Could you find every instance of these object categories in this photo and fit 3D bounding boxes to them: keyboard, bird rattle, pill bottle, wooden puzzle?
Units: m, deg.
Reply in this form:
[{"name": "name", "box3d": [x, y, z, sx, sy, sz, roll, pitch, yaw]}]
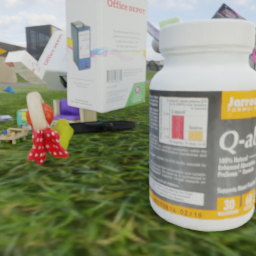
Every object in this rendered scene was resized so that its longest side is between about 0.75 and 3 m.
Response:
[{"name": "keyboard", "box3d": [-1.168, -0.014, 10.151, 2.861, 0.367, 1.718, -5, 5, -21]}, {"name": "bird rattle", "box3d": [-2.174, -0.011, 6.912, 1.205, 1.744, 2.139, -18, 3, -2]}, {"name": "pill bottle", "box3d": [1.084, -0.065, 4.092, 1.562, 2.684, 1.562, -1, 11, 0]}, {"name": "wooden puzzle", "box3d": [-4.006, -1.830, 8.810, 0.173, 1.482, 1.000, -15, -13, 37]}]

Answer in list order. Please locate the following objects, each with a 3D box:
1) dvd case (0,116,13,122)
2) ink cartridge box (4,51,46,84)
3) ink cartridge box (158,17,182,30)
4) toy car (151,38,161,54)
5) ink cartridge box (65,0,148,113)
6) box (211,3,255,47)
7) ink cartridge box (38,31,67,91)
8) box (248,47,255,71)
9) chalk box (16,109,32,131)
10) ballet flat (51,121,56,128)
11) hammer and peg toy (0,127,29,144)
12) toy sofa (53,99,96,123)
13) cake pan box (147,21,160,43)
[{"name": "dvd case", "box3d": [-5.876, -0.421, 12.874, 0.931, 0.100, 1.252, -7, 12, -32]}, {"name": "ink cartridge box", "box3d": [-2.760, -1.642, 7.761, 0.627, 0.364, 1.077, 4, -23, 26]}, {"name": "ink cartridge box", "box3d": [1.736, -2.268, 8.912, 0.654, 1.984, 2.726, -9, 8, 21]}, {"name": "toy car", "box3d": [2.194, -3.833, 12.971, 1.800, 1.542, 2.057, -5, 34, 30]}, {"name": "ink cartridge box", "box3d": [-0.490, -1.970, 7.289, 1.217, 2.781, 2.021, 14, 20, 33]}, {"name": "box", "box3d": [3.146, -2.888, 8.690, 1.527, 1.009, 0.876, 37, 49, -1]}, {"name": "ink cartridge box", "box3d": [-1.604, -2.485, 10.552, 2.900, 2.113, 1.201, 8, -29, 15]}, {"name": "box", "box3d": [3.615, -2.246, 10.323, 1.321, 2.303, 1.522, 0, -1, -26]}, {"name": "chalk box", "box3d": [-3.695, -0.326, 10.620, 0.760, 0.754, 1.217, 2, 11, 11]}, {"name": "ballet flat", "box3d": [-2.896, -0.092, 10.571, 0.302, 0.316, 0.897, 5, 12, 24]}, {"name": "hammer and peg toy", "box3d": [-3.578, 0.238, 8.758, 0.742, 0.356, 1.009, 0, 11, 11]}, {"name": "toy sofa", "box3d": [-2.379, -0.725, 11.483, 1.128, 0.958, 2.312, -5, 5, -40]}, {"name": "cake pan box", "box3d": [1.269, -3.711, 11.426, 1.424, 0.372, 1.311, 44, 14, 15]}]
